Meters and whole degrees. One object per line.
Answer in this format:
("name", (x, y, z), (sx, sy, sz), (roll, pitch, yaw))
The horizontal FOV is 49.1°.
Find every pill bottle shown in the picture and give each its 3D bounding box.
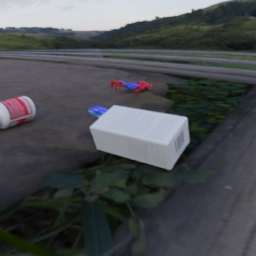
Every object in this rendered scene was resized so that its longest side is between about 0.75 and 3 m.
("pill bottle", (-4.546, -0.555, 10.692), (1.001, 1.001, 1.782), (12, 22, 29))

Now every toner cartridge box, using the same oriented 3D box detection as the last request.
("toner cartridge box", (-1.161, -0.653, 12.036), (0.570, 0.259, 1.199), (-18, 26, -38))

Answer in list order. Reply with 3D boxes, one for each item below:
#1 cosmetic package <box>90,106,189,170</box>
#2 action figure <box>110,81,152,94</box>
("cosmetic package", (0.321, 0.200, 8.202), (2.586, 0.921, 1.311), (13, 42, 33))
("action figure", (0.297, -2.376, 16.215), (2.671, 0.690, 0.874), (-7, 26, -32))
